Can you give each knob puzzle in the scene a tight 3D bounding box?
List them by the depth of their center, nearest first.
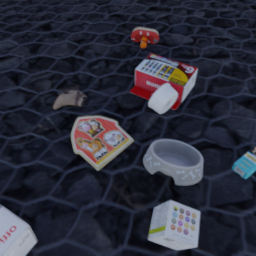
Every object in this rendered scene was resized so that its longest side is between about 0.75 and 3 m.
[{"bbox_3d":[-1.154,0.255,10.331,2.348,0.326,2.348,5,53,-7],"label":"knob puzzle"}]

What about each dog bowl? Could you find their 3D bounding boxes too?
[{"bbox_3d":[1.533,1.046,9.265,2.020,0.592,2.020,10,25,-4],"label":"dog bowl"}]

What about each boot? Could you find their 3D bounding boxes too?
[{"bbox_3d":[-2.431,-1.131,11.903,0.982,0.472,1.343,22,56,11],"label":"boot"}]

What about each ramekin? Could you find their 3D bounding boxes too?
[{"bbox_3d":[1.451,-1.148,11.378,1.240,1.240,0.605,-37,70,-30],"label":"ramekin"}]

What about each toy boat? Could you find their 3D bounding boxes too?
[{"bbox_3d":[0.870,-4.786,15.195,1.506,0.983,0.984,13,77,12],"label":"toy boat"}]

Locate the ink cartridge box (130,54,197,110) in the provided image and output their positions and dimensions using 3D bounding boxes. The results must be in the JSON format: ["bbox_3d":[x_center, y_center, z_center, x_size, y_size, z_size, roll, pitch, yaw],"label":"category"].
[{"bbox_3d":[1.543,-2.099,12.424,2.364,0.991,2.076,23,51,20],"label":"ink cartridge box"}]

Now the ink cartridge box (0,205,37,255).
[{"bbox_3d":[-4.155,2.958,7.502,2.666,1.103,1.953,24,51,21],"label":"ink cartridge box"}]

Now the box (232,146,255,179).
[{"bbox_3d":[4.311,1.158,9.761,1.408,0.346,0.579,-31,53,-26],"label":"box"}]

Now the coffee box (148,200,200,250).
[{"bbox_3d":[1.248,2.660,7.614,0.967,0.969,0.958,24,56,-11],"label":"coffee box"}]
